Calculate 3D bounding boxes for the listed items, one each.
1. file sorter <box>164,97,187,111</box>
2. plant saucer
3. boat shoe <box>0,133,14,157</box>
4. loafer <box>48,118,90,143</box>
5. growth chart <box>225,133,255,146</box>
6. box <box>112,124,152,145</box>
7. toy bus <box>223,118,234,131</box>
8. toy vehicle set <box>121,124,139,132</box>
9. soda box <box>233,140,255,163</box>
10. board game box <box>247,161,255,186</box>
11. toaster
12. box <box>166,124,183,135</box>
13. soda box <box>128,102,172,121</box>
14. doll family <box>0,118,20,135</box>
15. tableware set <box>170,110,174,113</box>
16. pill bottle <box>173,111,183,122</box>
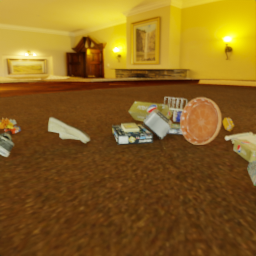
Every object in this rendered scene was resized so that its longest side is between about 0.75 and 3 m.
[{"bbox_3d":[2.936,-1.466,17.398,1.237,0.770,0.859,10,5,34],"label":"file sorter"},{"bbox_3d":[2.758,-0.248,10.662,0.288,1.785,1.785,5,8,-38],"label":"plant saucer"},{"bbox_3d":[-4.229,0.499,9.564,0.622,0.560,1.759,44,-14,-33],"label":"boat shoe"},{"bbox_3d":[-2.265,0.191,10.627,1.722,0.588,0.652,26,1,5],"label":"loafer"},{"bbox_3d":[4.865,0.562,10.592,1.738,0.213,2.402,-6,15,-20],"label":"growth chart"},{"bbox_3d":[0.122,0.233,11.521,1.373,0.397,1.728,-3,14,-11],"label":"box"},{"bbox_3d":[4.638,-0.187,12.993,0.361,0.301,0.923,24,27,-4],"label":"toy bus"},{"bbox_3d":[0.074,-0.013,11.392,0.575,0.123,0.926,-2,14,-9],"label":"toy vehicle set"},{"bbox_3d":[4.002,0.757,9.353,0.442,0.418,1.306,0,13,-2],"label":"soda box"},{"bbox_3d":[3.590,1.175,6.279,1.487,0.459,1.486,14,13,12],"label":"board game box"},{"bbox_3d":[1.206,-0.201,11.554,1.186,0.704,1.072,41,15,4],"label":"toaster"},{"bbox_3d":[2.051,0.057,12.454,1.537,0.267,0.846,2,13,10],"label":"box"},{"bbox_3d":[1.085,-0.768,14.217,2.207,0.707,0.748,11,59,47],"label":"soda box"},{"bbox_3d":[-5.597,-0.105,12.202,1.629,0.734,1.011,2,14,7],"label":"doll family"},{"bbox_3d":[1.950,-1.051,17.247,1.541,0.179,1.287,-4,16,-26],"label":"tableware set"},{"bbox_3d":[2.871,-0.584,14.491,1.009,0.584,0.584,4,14,16],"label":"pill bottle"}]
